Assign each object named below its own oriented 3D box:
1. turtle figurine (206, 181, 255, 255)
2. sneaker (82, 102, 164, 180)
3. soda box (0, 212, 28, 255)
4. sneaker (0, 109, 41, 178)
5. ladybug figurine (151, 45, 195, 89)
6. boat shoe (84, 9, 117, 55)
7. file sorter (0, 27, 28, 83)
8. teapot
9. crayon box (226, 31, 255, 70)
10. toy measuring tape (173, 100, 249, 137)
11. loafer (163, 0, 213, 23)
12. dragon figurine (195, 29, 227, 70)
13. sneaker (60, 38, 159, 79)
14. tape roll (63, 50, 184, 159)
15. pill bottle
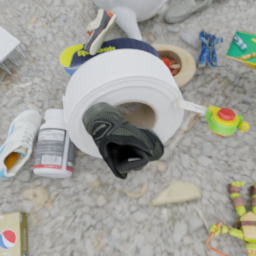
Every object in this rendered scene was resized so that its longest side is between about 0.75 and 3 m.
[{"bbox_3d":[3.269,2.438,7.236,2.437,0.785,1.966,0,62,14],"label":"turtle figurine"},{"bbox_3d":[0.152,0.555,6.177,0.994,2.601,1.490,-38,52,14],"label":"sneaker"},{"bbox_3d":[-2.951,3.155,7.119,0.641,0.606,1.892,-7,72,-3],"label":"soda box"},{"bbox_3d":[-2.842,0.409,7.440,0.821,0.778,2.033,3,59,38],"label":"sneaker"},{"bbox_3d":[0.839,-1.706,8.516,2.326,0.837,1.579,-3,72,-1],"label":"ladybug figurine"},{"bbox_3d":[-0.713,-2.243,6.461,0.469,0.533,1.498,26,54,-6],"label":"boat shoe"},{"bbox_3d":[-4.094,-2.108,8.565,1.118,1.004,1.612,38,76,11],"label":"file sorter"},{"bbox_3d":[0.416,-4.487,8.736,2.971,2.169,2.932,-43,36,22],"label":"teapot"},{"bbox_3d":[3.926,-1.624,6.918,2.509,1.490,0.731,34,111,42],"label":"crayon box"},{"bbox_3d":[1.682,-0.201,5.865,1.639,0.603,0.603,18,73,16],"label":"toy measuring tape"},{"bbox_3d":[2.019,-4.096,9.383,1.813,0.633,0.634,-28,75,-8],"label":"loafer"},{"bbox_3d":[2.428,-2.366,8.367,0.662,2.249,1.118,5,110,4],"label":"dragon figurine"},{"bbox_3d":[-0.440,-1.638,7.234,2.467,1.014,0.912,-5,53,-1],"label":"sneaker"},{"bbox_3d":[-0.119,-0.448,6.959,2.880,2.880,1.007,-13,50,-4],"label":"tape roll"},{"bbox_3d":[-1.972,0.444,7.752,1.018,1.018,1.758,3,72,1],"label":"pill bottle"}]
